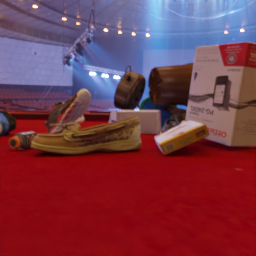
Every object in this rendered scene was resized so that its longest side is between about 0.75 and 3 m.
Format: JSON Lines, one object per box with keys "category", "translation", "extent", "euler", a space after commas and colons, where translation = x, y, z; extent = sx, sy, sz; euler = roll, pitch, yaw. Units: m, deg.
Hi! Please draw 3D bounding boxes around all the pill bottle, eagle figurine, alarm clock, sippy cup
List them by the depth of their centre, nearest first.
{"category": "pill bottle", "translation": [-3.058, 0.382, 8.174], "extent": [0.486, 0.486, 0.916], "euler": [1, 6, 16]}
{"category": "pill bottle", "translation": [2.613, 0.047, 10.766], "extent": [0.665, 0.665, 1.168], "euler": [-5, 7, -44]}
{"category": "eagle figurine", "translation": [2.805, -0.576, 12.046], "extent": [2.328, 1.757, 1.767], "euler": [-23, -15, 3]}
{"category": "alarm clock", "translation": [0.114, -1.909, 13.663], "extent": [0.995, 2.016, 2.989], "euler": [23, -24, 19]}
{"category": "sippy cup", "translation": [1.243, -0.644, 13.862], "extent": [2.218, 1.742, 1.625], "euler": [9, -7, -5]}

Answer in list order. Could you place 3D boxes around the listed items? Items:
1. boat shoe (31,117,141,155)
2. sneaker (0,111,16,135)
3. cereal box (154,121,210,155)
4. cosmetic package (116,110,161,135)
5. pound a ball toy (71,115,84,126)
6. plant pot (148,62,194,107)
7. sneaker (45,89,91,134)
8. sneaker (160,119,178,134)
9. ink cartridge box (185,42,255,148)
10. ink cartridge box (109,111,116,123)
{"category": "boat shoe", "translation": [-1.102, 0.180, 7.733], "extent": [2.995, 0.939, 1.098], "euler": [-2, 7, -19]}
{"category": "sneaker", "translation": [-5.854, -0.228, 11.850], "extent": [2.521, 0.968, 1.403], "euler": [7, 14, 27]}
{"category": "cereal box", "translation": [1.426, 0.232, 7.906], "extent": [1.282, 0.352, 1.781], "euler": [-25, 5, 1]}
{"category": "cosmetic package", "translation": [0.467, -0.273, 12.320], "extent": [1.866, 1.004, 0.791], "euler": [3, 10, 17]}
{"category": "pound a ball toy", "translation": [-3.208, -0.335, 15.660], "extent": [1.156, 0.753, 1.773], "euler": [-25, -1, 15]}
{"category": "plant pot", "translation": [2.119, -1.906, 12.486], "extent": [2.129, 2.151, 2.151], "euler": [-2, 6, -15]}
{"category": "sneaker", "translation": [-2.196, -0.585, 9.407], "extent": [2.374, 0.972, 0.915], "euler": [-45, -19, 28]}
{"category": "sneaker", "translation": [1.611, 0.025, 10.521], "extent": [0.687, 0.753, 1.859], "euler": [0, 5, -5]}
{"category": "ink cartridge box", "translation": [3.020, -1.008, 8.708], "extent": [1.217, 2.920, 2.121], "euler": [2, 9, -29]}
{"category": "ink cartridge box", "translation": [-0.555, -0.382, 14.151], "extent": [0.341, 0.869, 1.836], "euler": [10, 1, -24]}
